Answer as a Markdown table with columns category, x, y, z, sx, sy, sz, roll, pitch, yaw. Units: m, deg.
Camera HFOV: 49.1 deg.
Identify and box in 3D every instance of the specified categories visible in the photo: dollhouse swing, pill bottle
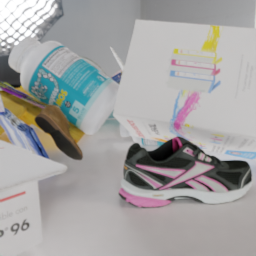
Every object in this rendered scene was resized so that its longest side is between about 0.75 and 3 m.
| category | x | y | z | sx | sy | sz | roll | pitch | yaw |
| --- | --- | --- | --- | --- | --- | --- | --- | --- | --- |
| dollhouse swing | -2.580 | 0.112 | 7.261 | 2.134 | 2.064 | 2.348 | -41 | 8 | 8 |
| pill bottle | 0.673 | -0.053 | 6.667 | 1.678 | 0.929 | 0.929 | 2 | 10 | 9 |
| pill bottle | -1.625 | -1.158 | 7.190 | 2.751 | 1.524 | 1.524 | 35 | 13 | 1 |

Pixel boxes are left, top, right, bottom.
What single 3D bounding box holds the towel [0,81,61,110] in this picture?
| category | x | y | z | sx | sy | sz | roll | pitch | yaw |
| --- | --- | --- | --- | --- | --- | --- | --- | --- | --- |
| towel | -2.190 | -0.676 | 6.121 | 1.492 | 0.170 | 1.072 | 26 | -1 | -4 |

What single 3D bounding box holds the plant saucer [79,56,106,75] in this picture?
| category | x | y | z | sx | sy | sz | roll | pitch | yaw |
| --- | --- | --- | --- | --- | --- | --- | --- | --- | --- |
| plant saucer | -2.145 | -1.961 | 12.072 | 2.779 | 2.779 | 0.697 | 1 | 41 | 5 |

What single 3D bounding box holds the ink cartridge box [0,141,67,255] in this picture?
| category | x | y | z | sx | sy | sz | roll | pitch | yaw |
| --- | --- | --- | --- | --- | --- | --- | --- | --- | --- |
| ink cartridge box | -1.944 | 0.672 | 2.544 | 2.816 | 0.955 | 1.634 | 9 | 16 | 43 |

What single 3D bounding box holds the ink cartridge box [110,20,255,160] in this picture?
| category | x | y | z | sx | sy | sz | roll | pitch | yaw |
| --- | --- | --- | --- | --- | --- | --- | --- | --- | --- |
| ink cartridge box | 1.080 | -0.634 | 5.058 | 2.775 | 1.738 | 1.784 | 10 | -12 | 15 |

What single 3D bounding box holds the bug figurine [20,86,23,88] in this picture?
| category | x | y | z | sx | sy | sz | roll | pitch | yaw |
| --- | --- | --- | --- | --- | --- | --- | --- | --- | --- |
| bug figurine | -3.382 | -1.546 | 10.256 | 0.737 | 2.221 | 2.864 | -4 | -14 | -7 |

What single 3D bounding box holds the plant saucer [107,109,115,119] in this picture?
| category | x | y | z | sx | sy | sz | roll | pitch | yaw |
| --- | --- | --- | --- | --- | --- | --- | --- | --- | --- |
| plant saucer | -0.969 | -0.819 | 9.498 | 2.757 | 0.496 | 2.757 | -3 | -10 | -1 |

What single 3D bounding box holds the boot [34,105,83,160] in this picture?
| category | x | y | z | sx | sy | sz | roll | pitch | yaw |
| --- | --- | --- | --- | --- | --- | --- | --- | --- | --- |
| boot | -1.054 | 0.092 | 4.694 | 0.409 | 1.112 | 0.420 | -10 | 38 | 32 |

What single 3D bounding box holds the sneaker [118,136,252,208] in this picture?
| category | x | y | z | sx | sy | sz | roll | pitch | yaw |
| --- | --- | --- | --- | --- | --- | --- | --- | --- | --- |
| sneaker | 0.841 | 0.527 | 3.788 | 1.932 | 0.834 | 0.776 | -3 | 12 | -19 |

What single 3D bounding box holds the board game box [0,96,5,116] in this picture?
| category | x | y | z | sx | sy | sz | roll | pitch | yaw |
| --- | --- | --- | --- | --- | --- | --- | --- | --- | --- |
| board game box | -3.809 | 0.088 | 4.234 | 2.719 | 0.561 | 2.726 | -21 | -5 | 40 |

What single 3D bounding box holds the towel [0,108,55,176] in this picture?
| category | x | y | z | sx | sy | sz | roll | pitch | yaw |
| --- | --- | --- | --- | --- | --- | --- | --- | --- | --- |
| towel | -1.811 | 0.179 | 4.772 | 1.437 | 1.056 | 0.171 | 26 | 54 | 40 |

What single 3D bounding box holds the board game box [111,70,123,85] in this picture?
| category | x | y | z | sx | sy | sz | roll | pitch | yaw |
| --- | --- | --- | --- | --- | --- | --- | --- | --- | --- |
| board game box | 0.438 | -1.268 | 9.557 | 0.436 | 1.881 | 1.425 | -45 | 17 | -32 |
